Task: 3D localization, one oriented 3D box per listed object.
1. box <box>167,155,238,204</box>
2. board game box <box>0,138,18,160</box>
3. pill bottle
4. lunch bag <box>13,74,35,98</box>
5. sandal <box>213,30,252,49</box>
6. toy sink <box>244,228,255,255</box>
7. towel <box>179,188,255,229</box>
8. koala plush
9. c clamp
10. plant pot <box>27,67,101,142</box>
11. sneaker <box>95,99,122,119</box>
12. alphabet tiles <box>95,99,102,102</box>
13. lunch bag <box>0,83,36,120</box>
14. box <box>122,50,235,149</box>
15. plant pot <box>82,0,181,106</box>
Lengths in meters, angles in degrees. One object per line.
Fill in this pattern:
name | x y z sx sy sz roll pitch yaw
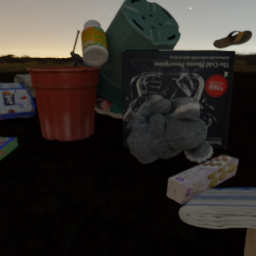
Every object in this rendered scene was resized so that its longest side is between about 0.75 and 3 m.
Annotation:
box | 1.305 0.820 4.732 1.645 0.341 0.318 -12 22 -41
board game box | -3.273 0.555 5.967 1.172 0.254 1.741 -1 14 0
pill bottle | -0.936 -2.342 7.613 0.686 0.686 1.235 -3 57 -10
lunch bag | -5.454 -2.284 15.211 1.050 1.264 1.507 6 15 22
sandal | 2.353 -2.021 6.255 0.949 0.256 0.381 -17 47 -6
toy sink | 1.602 1.238 2.544 0.906 0.590 0.507 1 14 -2
towel | 1.501 0.899 3.316 1.427 0.231 1.943 -5 -8 24
koala plush | 0.864 0.136 5.383 1.443 1.280 1.326 -4 16 42
c clamp | -1.492 -1.899 9.864 0.313 1.975 2.312 15 -12 23
plant pot | -1.680 -0.700 7.664 1.916 1.864 1.916 0 15 0
sneaker | -0.639 -1.131 10.456 0.920 1.328 2.200 -9 15 -34
alphabet tiles | -1.939 -1.031 11.734 1.940 0.073 1.622 -10 7 10
lunch bag | -4.346 -0.887 9.936 1.661 1.210 1.954 -8 32 -32
box | 1.129 -0.754 6.940 2.506 2.282 1.305 0 17 3
plant pot | 0.185 -2.365 8.571 2.507 2.507 2.455 -10 -25 -35
